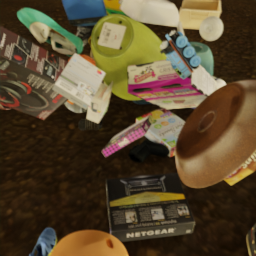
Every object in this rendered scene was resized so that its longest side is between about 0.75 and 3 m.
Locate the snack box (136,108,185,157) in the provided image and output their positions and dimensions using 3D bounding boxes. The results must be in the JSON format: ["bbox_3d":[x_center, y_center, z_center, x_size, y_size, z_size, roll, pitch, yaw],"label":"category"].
[{"bbox_3d":[1.480,0.093,10.734,1.481,0.552,2.083,-24,44,-27],"label":"snack box"}]

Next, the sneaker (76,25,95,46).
[{"bbox_3d":[-2.273,-4.484,13.139,2.175,1.238,0.821,-27,24,10],"label":"sneaker"}]

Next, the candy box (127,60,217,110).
[{"bbox_3d":[1.519,-1.302,8.887,1.966,0.879,2.883,-3,-9,30],"label":"candy box"}]

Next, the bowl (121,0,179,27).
[{"bbox_3d":[0.823,-4.346,10.143,1.883,0.704,1.886,-1,35,-24],"label":"bowl"}]

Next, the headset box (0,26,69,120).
[{"bbox_3d":[-2.800,-1.332,7.910,2.580,1.918,0.968,24,49,-37],"label":"headset box"}]

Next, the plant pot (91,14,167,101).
[{"bbox_3d":[-0.106,-2.542,9.589,2.730,2.730,2.917,13,-1,16],"label":"plant pot"}]

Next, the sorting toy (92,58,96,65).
[{"bbox_3d":[-1.786,-3.720,15.814,1.308,0.178,0.737,2,43,2],"label":"sorting toy"}]

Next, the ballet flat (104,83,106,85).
[{"bbox_3d":[-1.275,-2.012,13.479,1.145,0.414,0.388,-2,38,-2],"label":"ballet flat"}]

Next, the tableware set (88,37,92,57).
[{"bbox_3d":[-0.508,-3.401,11.566,2.250,1.516,0.345,5,44,-4],"label":"tableware set"}]

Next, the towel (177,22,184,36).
[{"bbox_3d":[2.118,-3.910,11.348,0.130,0.756,0.501,-7,23,28],"label":"towel"}]

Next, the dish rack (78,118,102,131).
[{"bbox_3d":[-1.526,-0.192,11.336,0.970,0.265,0.744,-3,38,-3],"label":"dish rack"}]

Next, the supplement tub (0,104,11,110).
[{"bbox_3d":[-6.224,-1.647,12.274,2.524,1.350,1.350,13,40,15],"label":"supplement tub"}]

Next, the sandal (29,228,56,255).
[{"bbox_3d":[-2.166,3.054,7.078,0.485,0.531,1.221,2,37,6],"label":"sandal"}]

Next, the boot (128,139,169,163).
[{"bbox_3d":[0.690,0.888,9.833,1.225,0.453,1.004,22,41,36],"label":"boot"}]

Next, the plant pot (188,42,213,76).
[{"bbox_3d":[3.120,-3.095,13.726,2.247,1.804,2.247,0,38,0],"label":"plant pot"}]

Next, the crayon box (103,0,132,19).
[{"bbox_3d":[-0.229,-5.157,11.329,1.397,0.472,1.619,30,69,-12],"label":"crayon box"}]

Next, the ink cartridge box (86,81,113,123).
[{"bbox_3d":[-0.981,-0.949,9.590,0.482,1.432,0.839,24,48,5],"label":"ink cartridge box"}]

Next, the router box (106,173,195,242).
[{"bbox_3d":[0.543,2.221,8.046,2.258,0.590,1.775,-4,39,-5],"label":"router box"}]

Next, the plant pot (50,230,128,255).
[{"bbox_3d":[-0.818,3.286,5.526,2.479,2.479,1.735,-2,21,-2],"label":"plant pot"}]

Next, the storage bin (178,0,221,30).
[{"bbox_3d":[5.237,-8.483,20.783,2.929,1.382,2.950,9,40,10],"label":"storage bin"}]

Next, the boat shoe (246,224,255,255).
[{"bbox_3d":[3.414,3.311,6.651,0.803,0.688,2.195,2,40,1],"label":"boat shoe"}]

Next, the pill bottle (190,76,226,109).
[{"bbox_3d":[3.229,-1.451,11.877,2.622,1.570,1.570,31,48,31],"label":"pill bottle"}]

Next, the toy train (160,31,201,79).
[{"bbox_3d":[1.255,-1.772,6.788,0.672,1.177,0.510,-36,32,17],"label":"toy train"}]

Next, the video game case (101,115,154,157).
[{"bbox_3d":[0.016,0.172,6.533,1.140,0.204,1.033,-31,7,22],"label":"video game case"}]

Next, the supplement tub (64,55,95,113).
[{"bbox_3d":[-1.633,-1.492,9.601,1.131,1.845,1.131,6,50,-8],"label":"supplement tub"}]

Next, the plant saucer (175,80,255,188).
[{"bbox_3d":[1.995,-0.030,6.501,0.544,2.975,2.975,35,39,-13],"label":"plant saucer"}]

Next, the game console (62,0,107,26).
[{"bbox_3d":[-1.466,-4.414,10.577,1.575,0.932,1.344,1,16,16],"label":"game console"}]

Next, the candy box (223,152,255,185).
[{"bbox_3d":[2.547,0.686,6.323,0.739,1.267,0.358,39,35,-8],"label":"candy box"}]

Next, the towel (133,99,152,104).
[{"bbox_3d":[0.614,-1.845,13.180,1.242,0.540,2.225,-7,40,-7],"label":"towel"}]

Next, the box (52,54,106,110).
[{"bbox_3d":[-0.977,-0.963,5.726,0.780,0.206,1.000,31,53,-16],"label":"box"}]

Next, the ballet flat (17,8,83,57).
[{"bbox_3d":[-2.421,-2.930,8.899,2.266,0.763,0.797,23,51,-35],"label":"ballet flat"}]

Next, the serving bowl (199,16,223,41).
[{"bbox_3d":[3.087,-3.744,10.573,0.898,0.898,0.295,26,29,29],"label":"serving bowl"}]
